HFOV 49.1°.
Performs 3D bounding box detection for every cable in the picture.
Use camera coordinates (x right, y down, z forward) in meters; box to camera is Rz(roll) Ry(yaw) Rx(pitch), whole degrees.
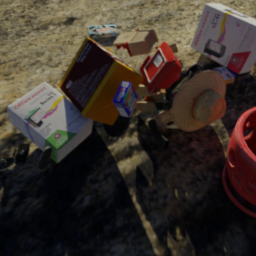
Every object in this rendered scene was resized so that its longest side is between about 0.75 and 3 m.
[{"bbox_3d":[1.886,-1.525,10.597,2.058,0.523,1.679,-56,22,-11],"label":"cable"}]

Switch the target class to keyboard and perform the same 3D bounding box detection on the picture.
[{"bbox_3d":[-3.922,0.927,10.193,0.537,0.115,0.895,4,48,-5],"label":"keyboard"}]

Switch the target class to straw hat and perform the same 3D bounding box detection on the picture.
[{"bbox_3d":[2.800,-0.721,9.798,2.435,2.435,1.030,-21,35,-17],"label":"straw hat"}]

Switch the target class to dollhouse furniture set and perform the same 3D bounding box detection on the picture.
[{"bbox_3d":[0.752,-2.526,11.463,1.498,2.876,2.908,5,50,37],"label":"dollhouse furniture set"}]

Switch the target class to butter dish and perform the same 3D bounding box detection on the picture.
[{"bbox_3d":[1.257,-1.862,9.252,1.046,1.411,1.415,20,35,-28],"label":"butter dish"}]

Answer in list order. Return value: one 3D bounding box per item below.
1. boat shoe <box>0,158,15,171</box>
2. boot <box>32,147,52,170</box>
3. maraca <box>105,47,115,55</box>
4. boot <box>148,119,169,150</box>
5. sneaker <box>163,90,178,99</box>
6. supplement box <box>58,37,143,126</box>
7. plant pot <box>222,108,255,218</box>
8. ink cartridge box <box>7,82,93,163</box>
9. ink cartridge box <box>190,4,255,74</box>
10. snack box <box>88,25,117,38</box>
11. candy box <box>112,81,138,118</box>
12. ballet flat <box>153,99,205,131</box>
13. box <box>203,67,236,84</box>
[{"bbox_3d":[-4.458,1.257,9.691,1.023,0.339,0.382,-19,49,-8],"label":"boat shoe"},{"bbox_3d":[-2.940,0.885,9.383,0.636,0.973,0.329,43,31,26],"label":"boot"},{"bbox_3d":[-1.389,-3.372,13.431,1.615,0.864,1.107,-13,54,-15],"label":"maraca"},{"bbox_3d":[1.120,0.238,10.297,0.328,0.823,0.999,-27,50,-9],"label":"boot"},{"bbox_3d":[1.929,-1.397,12.101,0.805,0.297,0.352,-7,50,-1],"label":"sneaker"},{"bbox_3d":[-1.082,-1.734,10.496,1.493,2.218,2.249,17,22,-50],"label":"supplement box"},{"bbox_3d":[4.315,1.117,8.377,2.828,2.575,2.828,0,50,0],"label":"plant pot"},{"bbox_3d":[-2.837,-0.254,10.263,2.502,1.051,1.812,37,57,13],"label":"ink cartridge box"},{"bbox_3d":[4.706,-4.214,13.149,1.284,2.213,2.999,-21,50,-40],"label":"ink cartridge box"},{"bbox_3d":[-1.428,-5.382,15.575,1.515,0.281,0.880,-6,49,-5],"label":"snack box"},{"bbox_3d":[-0.070,-0.901,9.061,0.367,0.953,0.806,15,69,23],"label":"candy box"},{"bbox_3d":[2.271,-0.506,11.053,2.602,0.886,0.875,-21,63,-8],"label":"ballet flat"},{"bbox_3d":[4.128,-2.349,12.921,1.566,0.325,0.932,-13,50,-14],"label":"box"}]
